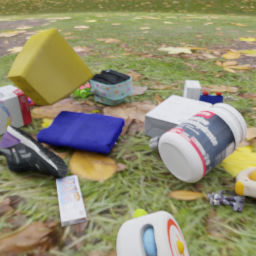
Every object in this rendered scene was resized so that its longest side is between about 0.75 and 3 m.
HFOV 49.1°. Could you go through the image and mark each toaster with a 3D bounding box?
[{"bbox_3d":[1.140,0.628,10.281,0.495,0.767,0.436,-20,56,43],"label":"toaster"}]

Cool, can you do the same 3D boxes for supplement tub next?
[{"bbox_3d":[2.397,0.439,9.032,2.494,1.750,1.750,-31,40,-23],"label":"supplement tub"}]

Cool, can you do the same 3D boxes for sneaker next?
[{"bbox_3d":[-3.236,1.110,9.309,2.842,1.076,1.244,30,85,28],"label":"sneaker"}]

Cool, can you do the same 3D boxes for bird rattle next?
[{"bbox_3d":[4.381,1.470,8.075,2.336,1.614,2.866,2,22,34],"label":"bird rattle"}]

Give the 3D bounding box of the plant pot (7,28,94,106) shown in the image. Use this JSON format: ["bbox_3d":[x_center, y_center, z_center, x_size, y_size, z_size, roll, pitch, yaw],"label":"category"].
[{"bbox_3d":[-3.329,-2.221,11.328,2.415,2.415,2.130,10,58,49],"label":"plant pot"}]

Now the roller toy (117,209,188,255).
[{"bbox_3d":[0.599,2.580,5.722,1.172,1.677,1.529,-22,1,17],"label":"roller toy"}]

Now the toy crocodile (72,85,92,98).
[{"bbox_3d":[-2.090,-2.082,15.168,2.073,0.640,0.700,-12,31,-21],"label":"toy crocodile"}]

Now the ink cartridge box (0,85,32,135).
[{"bbox_3d":[-5.470,-0.723,11.886,1.489,1.482,2.049,23,37,35],"label":"ink cartridge box"}]

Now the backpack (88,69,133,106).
[{"bbox_3d":[-0.788,-2.038,14.108,2.060,1.579,1.811,16,33,43],"label":"backpack"}]

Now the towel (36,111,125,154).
[{"bbox_3d":[-1.760,0.184,10.920,2.925,0.725,2.160,7,35,17],"label":"towel"}]

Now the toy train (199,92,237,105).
[{"bbox_3d":[4.461,-1.468,14.087,1.836,0.777,1.062,2,16,4],"label":"toy train"}]

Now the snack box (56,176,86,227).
[{"bbox_3d":[-1.699,2.067,8.200,0.653,0.221,1.815,-9,30,-15],"label":"snack box"}]

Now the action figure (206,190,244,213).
[{"bbox_3d":[2.776,2.069,8.072,1.024,0.355,0.667,11,32,21],"label":"action figure"}]

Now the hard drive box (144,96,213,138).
[{"bbox_3d":[2.141,-0.359,11.724,1.957,0.964,2.511,18,34,30],"label":"hard drive box"}]

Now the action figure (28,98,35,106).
[{"bbox_3d":[-5.055,-1.342,13.956,2.296,0.593,0.751,-2,34,-13],"label":"action figure"}]

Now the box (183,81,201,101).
[{"bbox_3d":[3.223,-1.758,14.216,0.656,1.004,0.998,5,30,3],"label":"box"}]
